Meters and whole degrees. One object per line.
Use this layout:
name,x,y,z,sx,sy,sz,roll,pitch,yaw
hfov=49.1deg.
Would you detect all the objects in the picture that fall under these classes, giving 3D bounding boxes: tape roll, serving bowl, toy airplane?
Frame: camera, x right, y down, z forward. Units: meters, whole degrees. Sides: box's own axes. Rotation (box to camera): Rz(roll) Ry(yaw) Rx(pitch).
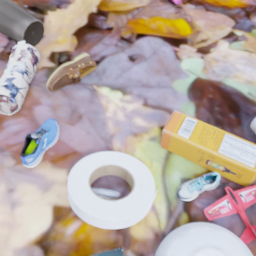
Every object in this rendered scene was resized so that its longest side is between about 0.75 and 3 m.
tape roll,-0.442,1.594,7.611,2.386,0.436,2.386,6,38,-4
serving bowl,1.904,3.488,6.569,2.648,0.871,2.648,0,57,-1
toy airplane,3.108,2.301,7.619,1.877,0.345,1.877,-5,60,9

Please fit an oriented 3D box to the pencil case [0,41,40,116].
pencil case,-3.931,-1.798,9.801,1.030,1.184,2.647,6,56,2

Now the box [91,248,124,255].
box,-1.101,3.957,6.501,2.407,0.454,1.644,-11,58,-7

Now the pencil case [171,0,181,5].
pencil case,1.941,-6.203,13.058,1.169,0.530,0.547,40,32,24

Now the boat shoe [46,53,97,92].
boat shoe,-2.014,-1.952,10.149,0.706,0.752,2.090,41,64,14

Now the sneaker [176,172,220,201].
sneaker,1.998,1.592,7.952,1.372,0.592,0.532,-22,60,-14

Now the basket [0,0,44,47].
basket,-4.523,-4.227,11.268,2.031,1.381,1.832,33,26,12

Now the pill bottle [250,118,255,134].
pill bottle,4.823,0.596,8.052,1.532,1.532,2.560,-21,58,-13

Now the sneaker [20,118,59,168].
sneaker,-2.715,0.366,8.646,0.677,0.769,1.724,18,58,11

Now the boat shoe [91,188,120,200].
boat shoe,-0.957,1.951,7.851,1.421,0.504,0.496,5,84,-1

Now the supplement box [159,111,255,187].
supplement box,2.460,0.602,8.381,2.904,0.966,0.999,27,59,16
